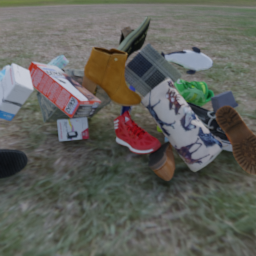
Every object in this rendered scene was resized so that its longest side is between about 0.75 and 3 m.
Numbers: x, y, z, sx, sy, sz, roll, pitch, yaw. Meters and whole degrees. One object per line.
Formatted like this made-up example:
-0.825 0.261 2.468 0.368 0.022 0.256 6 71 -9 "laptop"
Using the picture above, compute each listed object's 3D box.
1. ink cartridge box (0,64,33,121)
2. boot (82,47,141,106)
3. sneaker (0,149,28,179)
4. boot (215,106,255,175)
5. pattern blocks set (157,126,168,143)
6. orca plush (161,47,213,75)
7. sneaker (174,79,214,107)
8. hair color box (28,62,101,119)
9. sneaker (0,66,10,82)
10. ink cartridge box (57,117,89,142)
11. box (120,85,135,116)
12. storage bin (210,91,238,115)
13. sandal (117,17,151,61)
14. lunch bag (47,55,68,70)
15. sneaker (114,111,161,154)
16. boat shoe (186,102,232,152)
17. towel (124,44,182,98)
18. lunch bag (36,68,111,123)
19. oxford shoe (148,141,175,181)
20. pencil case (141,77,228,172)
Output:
-2.420 -0.729 5.805 0.408 0.951 0.696 23 32 -44 "ink cartridge box"
-0.261 -1.461 8.047 2.027 1.451 0.713 12 36 -24 "boot"
-4.037 0.830 7.564 2.512 0.931 1.112 -8 33 -14 "sneaker"
3.129 0.367 7.567 0.739 1.056 1.970 -30 62 21 "boot"
1.541 -0.173 9.298 1.272 0.117 1.447 -25 41 16 "pattern blocks set"
2.046 -2.328 10.060 1.824 0.960 0.648 -7 0 4 "orca plush"
2.236 -1.407 10.223 1.152 1.021 2.756 -24 -20 37 "sneaker"
-1.721 -0.997 7.386 1.802 0.576 0.999 39 18 15 "hair color box"
-6.206 -2.306 13.125 1.468 0.894 2.249 -9 30 -18 "sneaker"
-1.790 0.043 9.106 0.957 0.698 0.396 -6 6 -9 "ink cartridge box"
-0.006 -0.841 10.030 0.271 1.015 1.675 14 28 4 "box"
2.905 -0.786 8.623 0.794 0.534 0.578 -21 6 -22 "storage bin"
-0.036 -2.803 8.915 0.745 1.037 2.611 33 58 9 "sandal"
-2.650 -2.202 10.093 0.808 0.388 1.007 4 51 54 "lunch bag"
0.138 0.100 8.361 1.804 1.042 0.707 12 38 44 "sneaker"
2.849 -0.143 9.187 1.056 0.977 2.860 -16 32 -32 "boat shoe"
0.675 -1.608 8.487 1.454 1.400 0.251 40 31 -14 "towel"
-1.654 -1.164 9.312 1.913 1.371 2.332 -9 -16 -40 "lunch bag"
1.008 0.916 7.850 0.693 0.692 1.942 -35 7 20 "oxford shoe"
1.503 -0.157 7.900 1.204 1.047 2.691 -32 79 -20 "pencil case"
